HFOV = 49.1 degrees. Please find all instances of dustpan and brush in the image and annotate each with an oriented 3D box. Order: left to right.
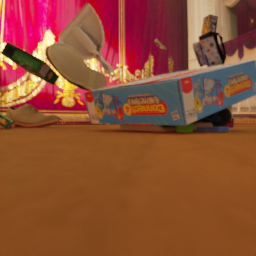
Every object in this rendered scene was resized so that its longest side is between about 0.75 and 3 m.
[{"bbox_3d":[-1.403,-3.178,11.101,2.000,2.866,0.820,-39,7,23],"label":"dustpan and brush"}]

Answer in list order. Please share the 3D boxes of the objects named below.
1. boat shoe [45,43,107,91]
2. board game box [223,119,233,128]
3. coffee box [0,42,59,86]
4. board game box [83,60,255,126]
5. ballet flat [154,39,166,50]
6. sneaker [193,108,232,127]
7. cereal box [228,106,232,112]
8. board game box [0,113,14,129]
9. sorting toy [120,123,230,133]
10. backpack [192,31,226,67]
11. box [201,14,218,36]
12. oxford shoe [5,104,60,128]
[{"bbox_3d":[-1.933,-2.055,10.056,0.873,1.054,2.934,11,-10,35],"label":"boat shoe"},{"bbox_3d":[3.136,-0.203,11.415,1.589,0.428,2.648,4,2,6],"label":"board game box"},{"bbox_3d":[-3.486,-2.261,10.309,1.448,0.518,2.355,28,-2,-2],"label":"coffee box"},{"bbox_3d":[0.965,-0.802,6.436,2.866,0.801,2.806,-20,14,-38],"label":"board game box"},{"bbox_3d":[1.592,-4.089,13.897,0.241,0.772,0.260,-44,-11,10],"label":"ballet flat"},{"bbox_3d":[1.761,-0.433,7.472,2.054,0.778,0.791,4,31,39],"label":"sneaker"},{"bbox_3d":[4.930,-0.622,14.184,0.293,1.067,1.483,-1,0,5],"label":"cereal box"},{"bbox_3d":[-4.577,-0.801,8.197,2.588,0.304,1.356,36,-12,-15],"label":"board game box"},{"bbox_3d":[0.861,-0.134,6.589,1.665,0.403,2.956,-1,1,-34],"label":"sorting toy"},{"bbox_3d":[2.350,-2.154,8.035,0.858,1.061,1.113,-25,4,28],"label":"backpack"},{"bbox_3d":[2.784,-3.257,9.699,0.373,1.161,0.407,8,2,-15],"label":"box"},{"bbox_3d":[-3.757,-0.475,10.770,2.455,0.906,0.869,0,1,17],"label":"oxford shoe"}]
